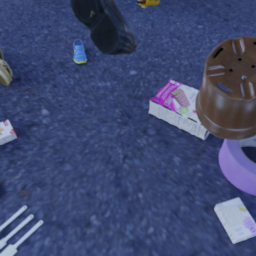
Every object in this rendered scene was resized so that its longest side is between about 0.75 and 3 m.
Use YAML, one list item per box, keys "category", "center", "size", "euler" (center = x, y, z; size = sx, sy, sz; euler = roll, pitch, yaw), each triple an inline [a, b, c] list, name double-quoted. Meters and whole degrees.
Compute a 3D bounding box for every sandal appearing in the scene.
- category: "sandal"
  center: [-2.180, -3.402, 12.412]
  size: [0.563, 0.616, 1.415]
  euler: [-10, 52, -11]

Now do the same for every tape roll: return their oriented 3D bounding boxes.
- category: "tape roll"
  center: [3.998, 0.858, 8.478]
  size: [2.257, 0.959, 2.257]
  euler: [1, 49, -1]

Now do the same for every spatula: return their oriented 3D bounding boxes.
- category: "spatula"
  center: [-3.057, 2.753, 7.395]
  size: [0.977, 0.113, 1.404]
  euler: [31, 56, 25]

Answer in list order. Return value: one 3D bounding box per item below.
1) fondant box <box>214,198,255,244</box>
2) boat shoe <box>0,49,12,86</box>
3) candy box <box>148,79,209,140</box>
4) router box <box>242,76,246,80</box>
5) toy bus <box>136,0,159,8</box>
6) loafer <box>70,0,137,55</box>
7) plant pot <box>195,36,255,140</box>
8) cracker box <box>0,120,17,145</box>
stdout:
- category: "fondant box"
  center: [2.903, 2.466, 7.518]
  size: [0.731, 0.295, 1.013]
  euler: [-14, 51, -12]
- category: "boat shoe"
  center: [-5.277, -2.636, 11.569]
  size: [0.798, 0.926, 2.538]
  euler: [-31, 48, -19]
- category: "candy box"
  center: [2.089, -0.726, 10.021]
  size: [2.265, 0.691, 1.545]
  euler: [28, 54, 22]
- category: "router box"
  center: [4.636, -2.005, 11.385]
  size: [1.170, 0.305, 0.920]
  euler: [-36, 58, -27]
- category: "toy bus"
  center: [0.585, -4.447, 9.635]
  size: [1.094, 0.565, 1.032]
  euler: [5, 30, 3]
- category: "loafer"
  center: [-0.724, -3.079, 7.629]
  size: [1.030, 1.037, 2.849]
  euler: [-2, 62, -52]
- category: "plant pot"
  center: [2.609, -0.954, 6.648]
  size: [2.024, 2.004, 2.024]
  euler: [-5, 70, 13]
- category: "cracker box"
  center: [-4.411, 0.242, 9.438]
  size: [1.059, 0.305, 0.709]
  euler: [-26, 54, -22]
